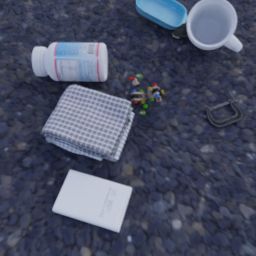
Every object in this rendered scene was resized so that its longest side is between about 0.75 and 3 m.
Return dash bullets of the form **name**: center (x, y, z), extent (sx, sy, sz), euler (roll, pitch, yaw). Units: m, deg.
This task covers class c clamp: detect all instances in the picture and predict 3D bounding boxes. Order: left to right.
- **c clamp**: center (3.604, -0.695, 10.649), extent (1.558, 0.211, 1.331), euler (-25, 67, -16)

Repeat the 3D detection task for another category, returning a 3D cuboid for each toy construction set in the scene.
- **toy construction set**: center (0.698, -1.394, 10.708), extent (1.176, 1.083, 1.410), euler (-41, 76, 24)

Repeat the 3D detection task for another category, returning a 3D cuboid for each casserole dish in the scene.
- **casserole dish**: center (1.502, -5.492, 13.089), extent (2.628, 0.510, 1.592), euler (26, 64, -3)

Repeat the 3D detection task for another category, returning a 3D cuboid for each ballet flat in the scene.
- **ballet flat**: center (2.929, -4.392, 12.847), extent (1.824, 0.518, 0.606), euler (-11, 77, 0)

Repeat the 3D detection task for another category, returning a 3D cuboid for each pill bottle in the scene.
- **pill bottle**: center (-2.237, -2.581, 11.024), extent (2.747, 1.494, 1.494), euler (2, 58, 1)

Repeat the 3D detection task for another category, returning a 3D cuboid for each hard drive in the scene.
- **hard drive**: center (-1.092, 2.243, 8.749), extent (2.111, 0.277, 1.392), euler (14, 59, 9)

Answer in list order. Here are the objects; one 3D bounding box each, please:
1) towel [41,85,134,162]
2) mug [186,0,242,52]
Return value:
- **towel**: center (-1.313, -0.195, 9.728), extent (2.698, 1.154, 2.234), euler (17, 61, 11)
- **mug**: center (3.568, -3.894, 11.391), extent (2.449, 2.147, 1.808), euler (37, 106, 4)
